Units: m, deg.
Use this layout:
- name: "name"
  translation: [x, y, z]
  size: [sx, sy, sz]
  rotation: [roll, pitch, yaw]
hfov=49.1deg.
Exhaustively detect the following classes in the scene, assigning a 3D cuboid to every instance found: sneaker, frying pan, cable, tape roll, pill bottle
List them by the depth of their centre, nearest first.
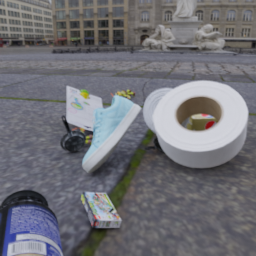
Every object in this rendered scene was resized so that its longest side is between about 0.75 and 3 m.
- name: "pill bottle"
  translation: [-1.622, 1.861, 4.330]
  size: [1.146, 1.146, 2.050]
  rotation: [-6, 21, -17]
- name: "sneaker"
  translation: [-0.732, 0.077, 8.324]
  size: [1.168, 1.054, 2.851]
  rotation: [33, 48, 3]
- name: "tape roll"
  translation: [2.121, -0.159, 8.392]
  size: [2.688, 0.940, 2.688]
  rotation: [-9, 51, 12]
- name: "frying pan"
  translation: [-1.677, 0.224, 8.737]
  size: [0.841, 1.391, 0.226]
  rotation: [-5, 37, -25]
- name: "frying pan"
  translation: [1.011, 0.657, 9.018]
  size: [0.662, 0.178, 1.095]
  rotation: [33, 36, 14]
- name: "cable"
  translation: [1.364, -0.564, 10.120]
  size: [1.741, 1.740, 0.603]
  rotation: [12, 1, 22]

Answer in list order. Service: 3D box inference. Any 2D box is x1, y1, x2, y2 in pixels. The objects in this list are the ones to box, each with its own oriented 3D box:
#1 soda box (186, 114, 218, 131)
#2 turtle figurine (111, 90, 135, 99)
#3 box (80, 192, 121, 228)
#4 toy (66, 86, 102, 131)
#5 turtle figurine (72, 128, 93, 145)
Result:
- name: "soda box"
  translation: [3.383, -0.166, 10.794]
  size: [2.104, 0.674, 0.713]
  rotation: [-2, 19, -5]
- name: "turtle figurine"
  translation: [-0.235, -1.983, 16.249]
  size: [1.167, 0.466, 1.447]
  rotation: [-18, 26, -41]
- name: "box"
  translation: [-0.601, 1.723, 5.937]
  size: [0.586, 0.185, 1.065]
  rotation: [10, 14, -26]
- name: "toy"
  translation: [-1.784, -0.578, 11.226]
  size: [1.630, 0.668, 2.831]
  rotation: [19, 32, -23]
- name: "turtle figurine"
  translation: [-1.523, 0.440, 9.484]
  size: [0.935, 0.373, 1.159]
  rotation: [5, 37, 6]
